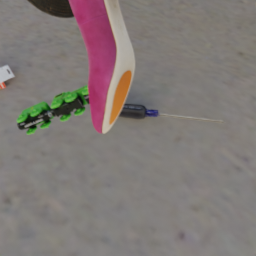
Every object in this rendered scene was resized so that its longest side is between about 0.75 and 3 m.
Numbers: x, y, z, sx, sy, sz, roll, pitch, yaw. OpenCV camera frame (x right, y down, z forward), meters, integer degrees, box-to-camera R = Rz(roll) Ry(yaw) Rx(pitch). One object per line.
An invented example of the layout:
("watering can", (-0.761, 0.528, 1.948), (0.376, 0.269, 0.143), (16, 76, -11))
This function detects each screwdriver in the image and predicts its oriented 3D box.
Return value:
("screwdriver", (0.942, -0.325, 6.713), (2.684, 0.374, 0.390), (4, 28, 1))

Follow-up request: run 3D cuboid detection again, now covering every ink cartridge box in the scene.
("ink cartridge box", (-3.468, -1.224, 7.300), (0.953, 0.240, 0.519), (-29, 63, -17))

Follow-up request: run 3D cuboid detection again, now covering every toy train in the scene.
("toy train", (-1.063, -0.425, 4.921), (2.001, 0.417, 0.564), (-20, 32, 13))

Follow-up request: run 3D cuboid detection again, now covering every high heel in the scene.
("high heel", (-0.500, -1.105, 3.580), (1.122, 2.339, 0.788), (16, 27, 16))

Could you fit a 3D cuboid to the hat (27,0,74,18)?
("hat", (-1.390, -2.925, 4.816), (0.804, 1.994, 1.994), (14, 55, 43))
